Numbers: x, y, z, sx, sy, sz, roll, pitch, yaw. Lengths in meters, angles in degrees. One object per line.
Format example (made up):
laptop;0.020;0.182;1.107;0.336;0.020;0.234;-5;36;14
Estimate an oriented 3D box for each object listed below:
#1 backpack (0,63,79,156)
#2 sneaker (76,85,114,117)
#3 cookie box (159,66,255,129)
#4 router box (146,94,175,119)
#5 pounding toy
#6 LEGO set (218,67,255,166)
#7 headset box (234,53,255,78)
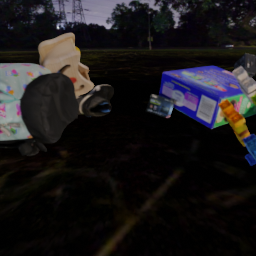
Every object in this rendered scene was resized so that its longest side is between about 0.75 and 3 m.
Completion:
backpack;-2.907;-0.558;6.667;2.938;1.860;2.452;0;18;9
sneaker;-0.867;-0.874;9.547;1.179;0.770;2.108;14;32;32
cookie box;2.775;-1.141;9.165;2.706;1.017;2.314;-15;36;-36
router box;0.990;-0.668;8.647;0.767;0.575;0.238;17;2;1
pounding toy;-1.747;-1.347;8.473;1.544;1.549;2.700;-12;-22;-19
LEGO set;2.846;0.074;6.099;1.083;1.165;2.840;-31;45;14
headset box;4.222;-2.150;10.139;0.408;0.766;0.879;10;-18;-6
